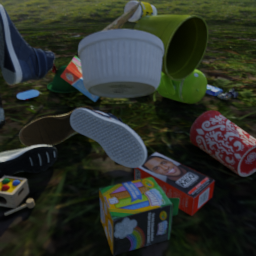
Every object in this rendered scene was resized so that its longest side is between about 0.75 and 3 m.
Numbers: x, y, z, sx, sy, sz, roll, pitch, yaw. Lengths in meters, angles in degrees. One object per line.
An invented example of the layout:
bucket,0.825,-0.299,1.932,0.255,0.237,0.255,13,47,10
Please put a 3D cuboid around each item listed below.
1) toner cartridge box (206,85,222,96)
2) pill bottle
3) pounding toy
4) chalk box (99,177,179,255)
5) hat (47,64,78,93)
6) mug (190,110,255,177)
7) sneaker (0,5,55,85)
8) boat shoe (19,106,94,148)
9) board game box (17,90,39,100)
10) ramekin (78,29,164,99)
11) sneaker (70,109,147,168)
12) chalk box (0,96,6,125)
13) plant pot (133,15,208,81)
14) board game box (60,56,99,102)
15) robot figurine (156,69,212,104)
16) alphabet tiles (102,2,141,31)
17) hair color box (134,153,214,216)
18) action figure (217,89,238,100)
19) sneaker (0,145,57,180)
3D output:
toner cartridge box,4.389,-2.040,15.075,0.576,0.262,1.213,-16,30,-29
pill bottle,0.613,-5.338,12.953,0.894,0.894,1.565,18,25,32
pounding toy,-2.911,1.714,7.114,1.103,0.505,0.969,5,26,11
chalk box,0.311,1.860,6.212,1.694,1.057,1.050,-8,28,-19
hat,-3.472,-3.342,15.324,2.232,2.372,2.695,-5,27,-7
mug,3.298,0.430,8.849,1.822,1.369,2.053,-13,32,-22
sneaker,-3.430,-2.721,9.175,0.936,2.463,1.780,-7,11,38
boat shoe,-2.546,0.026,10.235,2.887,1.042,0.938,-25,-1,-33
board game box,-5.073,-1.598,14.262,1.096,0.213,0.866,-22,37,-27
ramekin,-0.222,-1.996,9.563,2.922,1.534,2.922,-2,-6,0
sneaker,-0.341,0.161,6.648,2.134,0.837,0.847,34,13,23
chalk box,-6.222,-0.548,10.609,1.496,1.506,2.413,13,28,25
plant pot,1.616,-3.789,12.276,2.688,2.688,2.588,-20,41,-36
board game box,-2.273,-2.591,14.553,2.076,0.547,2.713,36,20,-18
robot figurine,2.563,-2.126,13.666,2.495,1.645,2.843,-16,29,-41
alphabet tiles,-0.648,-4.148,11.792,2.337,0.106,2.796,-39,11,-3
hair color box,1.186,1.433,7.577,1.964,0.601,0.997,23,35,39
action figure,5.032,-1.675,14.228,1.097,0.381,0.714,-16,36,-24
sneaker,-3.267,0.949,8.339,2.313,0.855,0.917,-15,25,-27
